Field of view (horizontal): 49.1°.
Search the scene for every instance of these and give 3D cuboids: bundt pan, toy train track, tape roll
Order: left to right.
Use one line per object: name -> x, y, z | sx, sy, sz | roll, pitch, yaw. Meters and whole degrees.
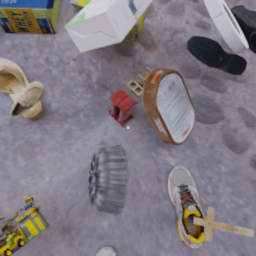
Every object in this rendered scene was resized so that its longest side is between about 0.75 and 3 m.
bundt pan -> -0.445, 0.981, 5.426 | 0.520, 1.385, 1.385 | 6, 68, -17
toy train track -> 2.067, 2.154, 6.108 | 1.258, 0.205, 0.722 | 2, 75, 35
tape roll -> 2.859, -3.076, 8.166 | 0.366, 2.004, 2.004 | -29, 66, 32

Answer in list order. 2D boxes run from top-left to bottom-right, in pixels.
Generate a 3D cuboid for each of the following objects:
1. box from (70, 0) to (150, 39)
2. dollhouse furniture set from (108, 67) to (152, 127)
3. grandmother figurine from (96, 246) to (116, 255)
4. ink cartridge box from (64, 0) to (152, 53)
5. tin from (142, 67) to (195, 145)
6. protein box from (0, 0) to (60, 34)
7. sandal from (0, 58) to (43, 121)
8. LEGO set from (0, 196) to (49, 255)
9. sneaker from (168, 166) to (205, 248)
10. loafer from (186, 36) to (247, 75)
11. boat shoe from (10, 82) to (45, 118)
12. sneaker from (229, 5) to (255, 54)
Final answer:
box -> -0.440, -3.772, 8.548 | 1.980, 1.907, 1.208 | 19, 98, 0
dollhouse furniture set -> 0.236, -1.033, 9.407 | 0.759, 1.004, 1.866 | 43, 69, 15
grandmother figurine -> -0.366, 4.401, 7.522 | 1.403, 0.701, 2.314 | -4, 63, -33
ink cartridge box -> -0.329, -2.600, 6.178 | 1.200, 0.690, 2.049 | -3, 44, 37
tin -> 1.131, -0.500, 7.378 | 0.490, 2.341, 1.311 | 22, 64, 45
protein box -> -3.772, -4.776, 10.591 | 1.972, 1.330, 1.957 | 2, 69, 1
sandal -> -4.030, -1.625, 9.570 | 1.138, 1.021, 3.103 | -39, 74, -13
LEGO set -> -2.999, 2.137, 5.828 | 1.946, 2.530, 1.466 | -32, 83, -42
sneaker -> 1.789, 2.230, 8.145 | 0.916, 0.967, 2.354 | -11, 69, -4
loafer -> 1.685, -1.414, 5.569 | 1.330, 0.481, 0.484 | 24, 100, -18
boat shoe -> -2.884, -0.763, 7.990 | 1.418, 0.512, 0.461 | -34, 30, 28
sneaker -> 4.768, -3.753, 10.460 | 1.167, 0.976, 2.571 | -36, 76, -20
